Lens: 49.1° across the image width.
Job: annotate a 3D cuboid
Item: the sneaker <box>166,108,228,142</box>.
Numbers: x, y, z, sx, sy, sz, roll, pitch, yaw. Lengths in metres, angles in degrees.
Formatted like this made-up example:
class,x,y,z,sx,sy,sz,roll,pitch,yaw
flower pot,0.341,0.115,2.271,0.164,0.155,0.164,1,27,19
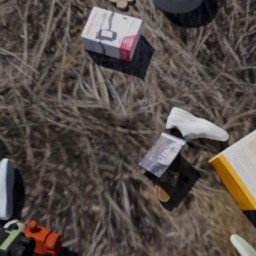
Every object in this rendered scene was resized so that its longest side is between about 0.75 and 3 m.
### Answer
class,x,y,z,sx,sy,sz,roll,pitch,yaw
sneaker,2.120,0.110,8.778,1.904,0.717,0.843,25,89,12

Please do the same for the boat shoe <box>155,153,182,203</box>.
class,x,y,z,sx,sy,sz,roll,pitch,yaw
boat shoe,1.222,1.405,8.346,0.598,0.584,1.581,17,74,5

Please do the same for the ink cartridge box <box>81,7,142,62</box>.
class,x,y,z,sx,sy,sz,roll,pitch,yaw
ink cartridge box,-0.559,-3.216,9.655,1.768,0.746,1.280,17,74,5

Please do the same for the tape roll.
class,x,y,z,sx,sy,sz,roll,pitch,yaw
tape roll,1.841,-5.360,10.317,2.185,0.722,2.185,0,72,0

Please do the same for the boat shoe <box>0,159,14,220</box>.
class,x,y,z,sx,sy,sz,roll,pitch,yaw
boat shoe,-3.741,1.802,8.219,0.546,0.633,1.759,-3,76,0

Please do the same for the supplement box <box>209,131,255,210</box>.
class,x,y,z,sx,sy,sz,roll,pitch,yaw
supplement box,4.101,0.927,8.253,2.796,1.028,1.762,-30,75,-8

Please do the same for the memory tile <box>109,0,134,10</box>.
class,x,y,z,sx,sy,sz,roll,pitch,yaw
memory tile,-0.140,-5.263,10.597,1.225,0.134,1.598,39,76,10

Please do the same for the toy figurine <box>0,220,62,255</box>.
class,x,y,z,sx,sy,sz,roll,pitch,yaw
toy figurine,-2.999,3.506,6.756,1.749,2.514,2.475,9,76,12

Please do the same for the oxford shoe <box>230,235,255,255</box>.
class,x,y,z,sx,sy,sz,roll,pitch,yaw
oxford shoe,3.429,3.820,7.631,0.551,0.717,1.907,-46,74,25

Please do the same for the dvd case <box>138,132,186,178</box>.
class,x,y,z,sx,sy,sz,roll,pitch,yaw
dvd case,0.994,0.765,8.247,1.290,0.103,0.959,-51,39,-12
